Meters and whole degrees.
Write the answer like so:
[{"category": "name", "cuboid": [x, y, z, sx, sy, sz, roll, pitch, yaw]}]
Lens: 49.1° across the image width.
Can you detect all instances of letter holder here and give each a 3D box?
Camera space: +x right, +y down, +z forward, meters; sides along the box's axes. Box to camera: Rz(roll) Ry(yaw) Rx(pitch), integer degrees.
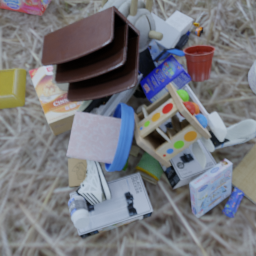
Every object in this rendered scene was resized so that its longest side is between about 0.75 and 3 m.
[{"category": "letter holder", "cuboid": [-1.091, -1.814, 7.651, 2.527, 1.271, 1.796, -8, 71, 33]}]

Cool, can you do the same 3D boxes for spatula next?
[{"category": "spatula", "cuboid": [2.092, -0.153, 8.561, 0.190, 1.649, 2.372, -4, 45, -17]}]

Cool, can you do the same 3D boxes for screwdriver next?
[{"category": "screwdriver", "cuboid": [2.876, -4.583, 12.898, 0.416, 0.399, 2.860, 37, 67, -14]}]

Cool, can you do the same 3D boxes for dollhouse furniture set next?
[{"category": "dollhouse furniture set", "cuboid": [0.453, 1.018, 9.485, 1.740, 0.873, 1.140, 24, 63, 12]}]

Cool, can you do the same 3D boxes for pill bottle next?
[{"category": "pill bottle", "cuboid": [-1.255, 2.160, 7.173, 0.455, 0.455, 0.801, -20, 30, -11]}]

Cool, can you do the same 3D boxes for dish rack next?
[{"category": "dish rack", "cuboid": [-0.424, -0.877, 9.669, 0.492, 1.938, 2.258, 37, 77, 2]}]

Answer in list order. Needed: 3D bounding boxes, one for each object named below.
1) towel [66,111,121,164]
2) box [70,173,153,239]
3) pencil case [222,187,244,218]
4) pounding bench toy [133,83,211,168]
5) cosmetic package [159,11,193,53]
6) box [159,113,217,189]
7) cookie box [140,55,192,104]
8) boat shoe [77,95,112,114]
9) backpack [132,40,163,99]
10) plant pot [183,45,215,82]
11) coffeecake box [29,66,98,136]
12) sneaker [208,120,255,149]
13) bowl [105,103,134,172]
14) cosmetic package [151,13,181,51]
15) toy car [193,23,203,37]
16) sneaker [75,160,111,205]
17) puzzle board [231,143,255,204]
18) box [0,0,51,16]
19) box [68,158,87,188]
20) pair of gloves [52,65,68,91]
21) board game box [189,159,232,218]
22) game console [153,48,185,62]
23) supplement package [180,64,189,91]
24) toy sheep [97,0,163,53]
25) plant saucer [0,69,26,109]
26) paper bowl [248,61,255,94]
[{"category": "towel", "cuboid": [-0.959, 0.292, 8.184, 1.453, 0.234, 1.387, 10, 96, -12]}, {"category": "box", "cuboid": [-0.527, 2.411, 8.800, 2.312, 0.695, 1.348, -14, 62, -8]}, {"category": "pencil case", "cuboid": [3.390, 2.390, 8.978, 0.376, 0.418, 0.963, 35, 67, 5]}, {"category": "pounding bench toy", "cuboid": [1.160, -0.374, 8.299, 1.742, 1.387, 2.233, -39, 34, 18]}, {"category": "cosmetic package", "cuboid": [1.912, -4.303, 12.667, 0.930, 0.571, 2.254, 35, 66, 18]}, {"category": "box", "cuboid": [1.667, 0.581, 9.623, 1.529, 0.788, 2.622, -15, 62, -22]}, {"category": "cookie box", "cuboid": [1.218, -1.584, 9.449, 1.475, 0.554, 1.261, -39, 35, 17]}, {"category": "boat shoe", "cuboid": [-0.901, -1.047, 9.520, 0.723, 0.844, 2.306, 52, 41, -16]}, {"category": "backpack", "cuboid": [0.010, -2.673, 10.706, 2.378, 2.496, 1.923, 25, 74, 31]}, {"category": "plant pot", "cuboid": [2.332, -2.101, 9.236, 0.997, 0.970, 0.997, -6, 32, 4]}, {"category": "coffeecake box", "cuboid": [-2.382, -1.293, 10.741, 1.998, 0.951, 2.603, -22, 63, -12]}, {"category": "sneaker", "cuboid": [3.417, 0.337, 9.569, 2.103, 0.762, 0.756, -20, 53, 26]}, {"category": "bowl", "cuboid": [-0.266, 0.294, 8.161, 0.396, 2.015, 2.015, 12, 60, -12]}, {"category": "cosmetic package", "cuboid": [0.869, -3.789, 10.695, 2.205, 1.118, 0.786, 34, 98, 2]}, {"category": "toy car", "cuboid": [3.162, -4.559, 12.666, 0.333, 0.999, 0.490, 23, 80, 27]}, {"category": "sneaker", "cuboid": [-1.210, 1.529, 8.448, 0.948, 0.622, 1.647, -18, 65, -16]}, {"category": "puzzle board", "cuboid": [4.817, 1.554, 9.578, 1.885, 0.218, 2.501, 41, 69, 19]}, {"category": "box", "cuboid": [-5.369, -6.594, 13.485, 2.803, 1.438, 1.327, 13, 61, 6]}, {"category": "box", "cuboid": [-1.635, 1.503, 9.655, 0.847, 0.110, 1.036, -7, 61, -4]}, {"category": "pair of gloves", "cuboid": [-1.886, -2.239, 9.758, 1.748, 0.360, 2.055, 24, 105, 23]}, {"category": "board game box", "cuboid": [2.558, 1.872, 8.590, 1.455, 1.451, 0.299, -28, 39, -19]}, {"category": "game console", "cuboid": [1.469, -2.404, 9.559, 0.584, 0.843, 0.988, 53, 33, 5]}, {"category": "supplement package", "cuboid": [1.542, -1.627, 10.309, 1.011, 0.720, 1.299, 16, 74, 44]}, {"category": "toy sheep", "cuboid": [-0.029, -3.204, 8.656, 1.855, 1.855, 2.691, -40, 51, -20]}, {"category": "plant saucer", "cuboid": [-5.152, -1.658, 11.243, 1.922, 0.466, 1.922, -7, 61, -4]}, {"category": "paper bowl", "cuboid": [6.136, -2.138, 11.079, 2.374, 1.234, 2.374, -1, 60, 1]}]
